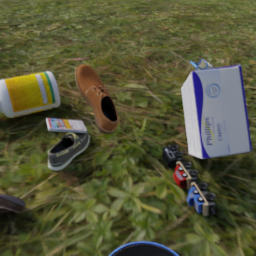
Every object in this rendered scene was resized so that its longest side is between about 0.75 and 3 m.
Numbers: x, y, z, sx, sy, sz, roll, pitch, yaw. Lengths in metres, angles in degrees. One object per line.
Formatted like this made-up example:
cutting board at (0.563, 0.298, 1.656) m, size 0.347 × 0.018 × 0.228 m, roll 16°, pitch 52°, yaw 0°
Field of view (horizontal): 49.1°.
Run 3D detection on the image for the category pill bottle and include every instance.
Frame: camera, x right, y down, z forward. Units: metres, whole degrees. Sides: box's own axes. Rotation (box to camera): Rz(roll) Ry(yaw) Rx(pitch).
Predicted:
pill bottle at (-4.437, -1.325, 11.652) m, size 2.825 × 1.593 × 1.593 m, roll -17°, pitch 37°, yaw -22°

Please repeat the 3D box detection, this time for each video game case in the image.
video game case at (-2.247, -0.085, 10.161) m, size 1.320 × 0.115 × 0.944 m, roll 4°, pitch 22°, yaw -23°

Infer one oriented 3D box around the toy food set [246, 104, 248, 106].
toy food set at (3.567, -1.139, 9.483) m, size 0.718 × 0.178 × 1.129 m, roll 3°, pitch 50°, yaw -43°

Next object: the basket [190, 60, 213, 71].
basket at (3.984, -3.302, 15.231) m, size 1.094 × 0.761 × 0.965 m, roll 17°, pitch 28°, yaw -21°

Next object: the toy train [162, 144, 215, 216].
toy train at (1.706, 1.455, 8.438) m, size 0.685 × 0.510 × 2.992 m, roll -14°, pitch 33°, yaw -10°

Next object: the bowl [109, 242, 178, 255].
bowl at (0.358, 3.376, 5.741) m, size 2.233 × 0.438 × 2.233 m, roll 0°, pitch 34°, yaw 0°

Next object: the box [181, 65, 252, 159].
box at (2.506, -0.367, 8.454) m, size 1.345 × 2.358 × 2.564 m, roll -7°, pitch -3°, yaw 5°

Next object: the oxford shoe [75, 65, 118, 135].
oxford shoe at (-1.010, -1.191, 9.850) m, size 0.988 × 0.987 × 2.769 m, roll -23°, pitch 78°, yaw -27°

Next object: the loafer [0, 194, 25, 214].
loafer at (-3.829, 2.125, 7.504) m, size 2.129 × 0.777 × 0.756 m, roll 4°, pitch 71°, yaw 3°

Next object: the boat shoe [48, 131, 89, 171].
boat shoe at (-2.002, 0.584, 9.676) m, size 0.764 × 0.639 × 2.137 m, roll 14°, pitch 36°, yaw 20°
